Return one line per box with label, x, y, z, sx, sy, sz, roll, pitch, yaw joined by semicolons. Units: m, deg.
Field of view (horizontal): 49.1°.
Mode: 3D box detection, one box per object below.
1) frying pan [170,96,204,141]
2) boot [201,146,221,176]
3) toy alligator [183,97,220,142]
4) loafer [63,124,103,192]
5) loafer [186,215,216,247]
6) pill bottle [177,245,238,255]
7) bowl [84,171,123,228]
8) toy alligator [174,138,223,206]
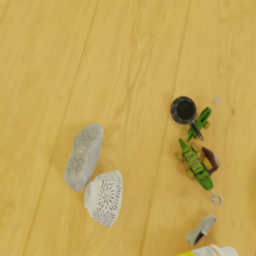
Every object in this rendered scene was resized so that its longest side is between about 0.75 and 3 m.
frying pan;2.101;-0.412;9.320;1.615;0.263;0.977;38;116;27
boot;2.611;1.127;9.317;0.879;0.318;0.731;45;76;6
toy alligator;2.508;-0.269;9.564;0.611;0.443;1.845;39;87;-5
loafer;-1.358;0.858;8.881;0.876;0.875;2.506;7;44;12
loafer;2.321;3.199;8.686;1.172;0.409;0.410;-45;119;-3
pill bottle;2.095;4.127;8.030;2.182;1.192;1.192;-11;76;-11
bowl;-0.834;2.033;8.308;0.790;1.684;1.684;15;75;-20
toy alligator;2.292;1.369;8.967;0.820;0.594;2.473;-35;75;6
